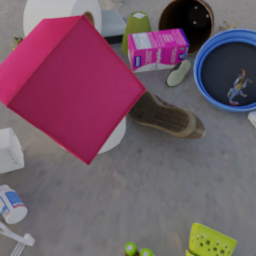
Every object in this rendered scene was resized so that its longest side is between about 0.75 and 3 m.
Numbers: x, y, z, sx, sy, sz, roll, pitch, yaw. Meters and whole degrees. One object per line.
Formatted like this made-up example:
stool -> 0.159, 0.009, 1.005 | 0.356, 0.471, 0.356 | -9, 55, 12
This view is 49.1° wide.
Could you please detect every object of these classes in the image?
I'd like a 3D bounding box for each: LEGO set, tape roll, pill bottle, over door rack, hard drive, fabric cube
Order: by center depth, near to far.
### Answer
fabric cube -> -1.263, -0.801, 5.603 | 1.955, 1.993, 1.986 | -53, 38, -10
over door rack -> -3.325, 2.618, 5.682 | 2.235, 0.744, 1.651 | 13, 46, 13
pill bottle -> -2.831, 1.789, 6.659 | 0.506, 0.506, 0.902 | -31, 53, -27
tape roll -> -1.185, -0.513, 8.197 | 2.238, 1.537, 2.238 | 0, 45, 0
tape roll -> -2.392, -3.852, 10.700 | 1.833, 2.669, 2.669 | 16, 48, 16
LEGO set -> -4.355, -3.655, 11.754 | 1.180, 0.889, 1.535 | -3, 45, -3
hard drive -> -1.060, -4.757, 13.164 | 1.840, 0.434, 2.636 | -12, 47, -12

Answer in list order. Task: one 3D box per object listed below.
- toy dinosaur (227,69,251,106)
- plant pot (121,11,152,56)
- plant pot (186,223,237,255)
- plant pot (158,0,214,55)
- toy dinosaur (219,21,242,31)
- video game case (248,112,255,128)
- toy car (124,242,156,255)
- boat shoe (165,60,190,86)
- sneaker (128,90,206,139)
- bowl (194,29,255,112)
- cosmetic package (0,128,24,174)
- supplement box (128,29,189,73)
toy dinosaur -> 3.593, -1.219, 9.092 | 0.548, 0.946, 1.043 | 29, 44, 9
plant pot -> 0.427, -3.944, 11.606 | 1.413, 1.510, 1.413 | 0, 45, 0
plant pot -> 1.620, 2.451, 5.703 | 0.810, 0.806, 0.735 | 23, 76, 12
plant pot -> 2.741, -4.563, 11.986 | 2.226, 2.226, 2.382 | 19, 38, 18
toy dinosaur -> 4.717, -4.641, 13.163 | 0.786, 0.452, 1.554 | 35, 61, 11
video game case -> 5.283, 0.135, 8.450 | 2.427, 0.288, 2.209 | -10, 46, -11
toy car -> 0.151, 2.830, 5.515 | 0.685, 0.713, 0.868 | 11, 59, 26
boat shoe -> 1.814, -2.015, 10.492 | 1.376, 0.503, 0.431 | -50, 24, -25
sneaker -> 1.050, -0.319, 8.547 | 2.920, 1.103, 1.028 | 35, 97, 48
bowl -> 3.633, -1.882, 9.323 | 2.840, 0.557, 2.840 | -2, 78, 10
cosmetic package -> -3.858, 0.773, 7.242 | 1.991, 1.012, 0.737 | -14, 51, -8
supplement box -> 1.127, -3.001, 10.890 | 2.135, 1.081, 1.104 | -8, 53, -5
